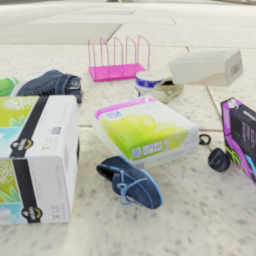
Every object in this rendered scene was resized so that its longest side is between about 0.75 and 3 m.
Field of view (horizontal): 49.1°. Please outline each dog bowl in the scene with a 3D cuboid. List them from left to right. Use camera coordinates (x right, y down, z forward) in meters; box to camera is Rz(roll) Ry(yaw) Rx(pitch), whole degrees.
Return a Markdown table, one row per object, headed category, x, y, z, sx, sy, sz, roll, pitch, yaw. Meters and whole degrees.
| category | x | y | z | sx | sy | sz | roll | pitch | yaw |
| --- | --- | --- | --- | --- | --- | --- | --- | --- | --- |
| dog bowl | 0.953 | -2.069 | 12.333 | 1.261 | 0.497 | 1.261 | 2 | 29 | -1 |

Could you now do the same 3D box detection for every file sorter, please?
| category | x | y | z | sx | sy | sz | roll | pitch | yaw |
| --- | --- | --- | --- | --- | --- | --- | --- | --- | --- |
| file sorter | -0.492 | -3.426 | 13.522 | 2.758 | 1.730 | 1.917 | -7 | 31 | -13 |

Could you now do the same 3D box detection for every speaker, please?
| category | x | y | z | sx | sy | sz | roll | pitch | yaw |
| --- | --- | --- | --- | --- | --- | --- | --- | --- | --- |
| speaker | -5.123 | -1.187 | 10.334 | 1.002 | 1.002 | 2.265 | 24 | 37 | 36 |

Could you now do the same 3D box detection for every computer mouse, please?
| category | x | y | z | sx | sy | sz | roll | pitch | yaw |
| --- | --- | --- | --- | --- | --- | --- | --- | --- | --- |
| computer mouse | 2.317 | 0.653 | 7.667 | 0.306 | 0.527 | 1.798 | 27 | 20 | -19 |

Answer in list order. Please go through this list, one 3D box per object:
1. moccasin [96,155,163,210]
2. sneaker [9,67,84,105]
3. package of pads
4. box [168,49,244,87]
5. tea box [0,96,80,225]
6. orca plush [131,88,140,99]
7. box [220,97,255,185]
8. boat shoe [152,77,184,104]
| category | x | y | z | sx | sy | sz | roll | pitch | yaw |
| --- | --- | --- | --- | --- | --- | --- | --- | --- | --- |
| moccasin | -0.056 | 1.290 | 6.267 | 0.714 | 0.843 | 2.094 | -17 | 20 | -27 |
| sneaker | -2.834 | -1.213 | 10.297 | 2.024 | 1.065 | 2.801 | 21 | 47 | 16 |
| package of pads | 0.409 | 0.047 | 8.105 | 2.181 | 0.963 | 2.823 | -14 | 30 | -22 |
| box | 2.812 | -2.215 | 10.358 | 1.159 | 0.949 | 2.440 | -37 | 31 | -28 |
| tea box | -2.506 | 0.593 | 6.324 | 2.582 | 1.753 | 2.624 | -3 | 31 | -4 |
| orca plush | 0.362 | -1.247 | 11.250 | 0.488 | 0.330 | 0.928 | -46 | 22 | 10 |
| box | 2.982 | 0.592 | 6.310 | 0.453 | 1.795 | 2.511 | -22 | 32 | -6 |
| boat shoe | 1.689 | -1.729 | 11.502 | 0.855 | 0.737 | 2.344 | 17 | 34 | 30 |
